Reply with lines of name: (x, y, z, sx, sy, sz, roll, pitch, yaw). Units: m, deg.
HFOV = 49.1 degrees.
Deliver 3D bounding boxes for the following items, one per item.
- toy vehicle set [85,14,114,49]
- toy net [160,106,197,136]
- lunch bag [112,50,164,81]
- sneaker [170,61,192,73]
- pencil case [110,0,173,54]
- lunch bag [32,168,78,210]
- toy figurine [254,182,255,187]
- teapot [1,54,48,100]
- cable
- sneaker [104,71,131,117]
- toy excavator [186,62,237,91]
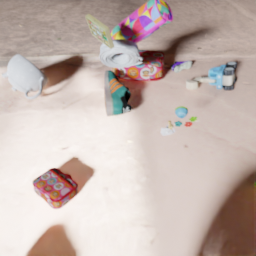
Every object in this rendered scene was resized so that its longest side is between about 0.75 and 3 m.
toy vehicle set: (-0.949, -3.230, 9.379, 0.164, 0.767, 1.235, -37, 56, -12)
toy net: (1.400, -0.127, 8.050, 0.650, 1.240, 0.239, 19, 52, -18)
lunch bag: (0.575, -3.511, 15.034, 2.730, 1.119, 2.405, 6, 40, 8)
sneaker: (2.913, -3.516, 15.563, 1.357, 0.472, 0.675, -23, 44, -26)
pencil case: (0.456, -4.124, 11.541, 2.830, 1.251, 1.251, -27, 21, 40)
lunch bag: (-2.257, 1.868, 8.957, 1.317, 0.540, 1.160, 28, 42, 29)
toy figurine: (4.968, 2.001, 8.625, 1.579, 1.185, 1.453, 0, 47, -40)
teapot: (-4.921, -2.334, 13.286, 1.511, 2.042, 2.069, -52, 18, -7)
cable: (-0.355, -3.008, 11.368, 1.625, 1.625, 0.562, -10, 71, 26)
sneaker: (-0.501, -1.613, 12.867, 1.184, 1.058, 2.964, -2, 46, -6)
toy excavator: (4.171, -2.440, 13.980, 2.150, 1.074, 2.091, 6, 36, 28)
